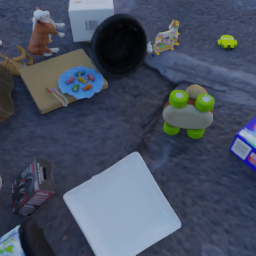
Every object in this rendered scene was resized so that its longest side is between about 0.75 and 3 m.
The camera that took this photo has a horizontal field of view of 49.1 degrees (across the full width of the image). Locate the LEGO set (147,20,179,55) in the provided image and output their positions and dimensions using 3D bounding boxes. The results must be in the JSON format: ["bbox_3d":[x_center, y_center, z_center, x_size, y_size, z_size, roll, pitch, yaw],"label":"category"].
[{"bbox_3d":[1.494,-3.607,10.643,1.018,0.824,2.213,38,63,23],"label":"LEGO set"}]

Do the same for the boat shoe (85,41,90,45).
[{"bbox_3d":[-1.263,-3.235,10.724,0.876,0.284,0.321,27,41,22],"label":"boat shoe"}]

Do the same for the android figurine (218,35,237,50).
[{"bbox_3d":[3.849,-3.327,10.856,0.716,0.162,0.787,1,56,1],"label":"android figurine"}]

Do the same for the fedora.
[{"bbox_3d":[-0.450,-2.831,9.816,2.261,2.261,1.033,-31,27,-20],"label":"fedora"}]

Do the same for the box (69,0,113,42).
[{"bbox_3d":[-1.377,-4.569,10.878,1.571,1.231,2.526,-4,48,-3],"label":"box"}]

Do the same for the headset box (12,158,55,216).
[{"bbox_3d":[-2.294,1.408,6.807,1.249,0.468,0.928,-42,47,24],"label":"headset box"}]

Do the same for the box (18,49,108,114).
[{"bbox_3d":[-2.206,-1.683,9.528,2.414,0.257,1.973,-26,62,-20],"label":"box"}]

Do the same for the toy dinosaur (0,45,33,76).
[{"bbox_3d":[-3.751,-2.096,9.842,2.388,0.721,1.268,19,73,0],"label":"toy dinosaur"}]

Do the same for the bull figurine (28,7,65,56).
[{"bbox_3d":[-2.861,-3.271,9.719,1.147,1.889,0.615,4,53,-33],"label":"bull figurine"}]

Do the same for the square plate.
[{"bbox_3d":[-0.139,1.912,6.511,2.032,0.289,2.013,-31,85,-4],"label":"square plate"}]

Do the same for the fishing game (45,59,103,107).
[{"bbox_3d":[-1.555,-1.542,9.156,2.088,0.325,1.495,-37,64,-26],"label":"fishing game"}]

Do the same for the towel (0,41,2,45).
[{"bbox_3d":[-5.729,-3.380,10.866,1.316,0.212,1.257,-27,59,-18],"label":"towel"}]

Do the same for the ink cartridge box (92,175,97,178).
[{"bbox_3d":[-0.566,1.474,7.154,0.580,0.325,0.850,-17,21,-10],"label":"ink cartridge box"}]

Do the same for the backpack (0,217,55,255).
[{"bbox_3d":[-2.567,2.965,5.828,1.730,1.330,1.411,-25,92,4],"label":"backpack"}]

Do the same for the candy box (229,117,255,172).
[{"bbox_3d":[4.470,0.367,7.809,2.423,0.933,2.049,-34,61,-23],"label":"candy box"}]

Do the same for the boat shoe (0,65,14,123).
[{"bbox_3d":[-4.203,-1.112,8.845,0.814,0.861,2.394,-35,46,16],"label":"boat shoe"}]

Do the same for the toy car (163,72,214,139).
[{"bbox_3d":[1.811,-0.839,8.369,1.402,1.460,1.777,9,51,6],"label":"toy car"}]
